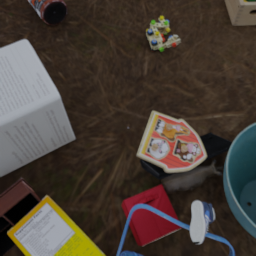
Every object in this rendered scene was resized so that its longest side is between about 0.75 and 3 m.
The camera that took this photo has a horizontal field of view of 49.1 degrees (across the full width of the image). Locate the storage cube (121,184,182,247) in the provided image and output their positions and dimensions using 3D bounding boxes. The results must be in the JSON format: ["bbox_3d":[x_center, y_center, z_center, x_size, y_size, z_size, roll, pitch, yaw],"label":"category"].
[{"bbox_3d":[0.508,2.071,6.599,0.996,1.165,1.047,-20,70,-11],"label":"storage cube"}]

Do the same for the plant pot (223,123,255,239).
[{"bbox_3d":[3.488,1.480,6.381,2.875,1.936,2.875,-2,59,3],"label":"plant pot"}]

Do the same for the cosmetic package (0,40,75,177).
[{"bbox_3d":[-3.167,-0.383,7.282,2.671,2.202,2.204,-27,65,-15],"label":"cosmetic package"}]

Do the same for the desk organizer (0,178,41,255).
[{"bbox_3d":[-3.105,2.427,6.550,2.433,0.873,0.937,-41,71,-19],"label":"desk organizer"}]

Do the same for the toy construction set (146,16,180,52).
[{"bbox_3d":[1.179,-3.184,9.709,1.012,0.711,1.543,-14,52,-8],"label":"toy construction set"}]

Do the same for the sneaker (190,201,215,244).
[{"bbox_3d":[1.455,1.804,5.273,0.583,0.321,0.796,28,54,-33],"label":"sneaker"}]

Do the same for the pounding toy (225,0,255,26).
[{"bbox_3d":[4.813,-5.063,10.462,2.039,1.062,2.321,-2,62,-1],"label":"pounding toy"}]

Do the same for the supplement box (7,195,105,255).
[{"bbox_3d":[-1.449,2.670,6.189,2.025,1.109,1.102,42,69,14],"label":"supplement box"}]

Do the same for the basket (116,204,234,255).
[{"bbox_3d":[0.646,2.998,5.547,2.176,1.717,2.468,24,93,5],"label":"basket"}]

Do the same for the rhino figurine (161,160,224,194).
[{"bbox_3d":[1.657,1.263,7.190,1.879,0.822,0.562,-15,64,-8],"label":"rhino figurine"}]

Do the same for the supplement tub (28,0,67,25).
[{"bbox_3d":[-3.115,-4.748,10.321,1.030,1.030,1.927,-31,66,-15],"label":"supplement tub"}]

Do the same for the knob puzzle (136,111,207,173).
[{"bbox_3d":[1.050,0.331,6.106,1.601,0.222,1.601,7,56,-10],"label":"knob puzzle"}]

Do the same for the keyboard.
[{"bbox_3d":[1.514,0.683,7.494,2.391,0.307,1.436,-18,24,-21],"label":"keyboard"}]
